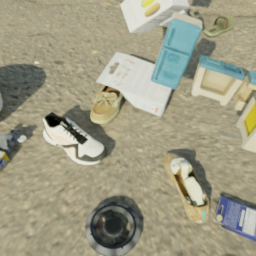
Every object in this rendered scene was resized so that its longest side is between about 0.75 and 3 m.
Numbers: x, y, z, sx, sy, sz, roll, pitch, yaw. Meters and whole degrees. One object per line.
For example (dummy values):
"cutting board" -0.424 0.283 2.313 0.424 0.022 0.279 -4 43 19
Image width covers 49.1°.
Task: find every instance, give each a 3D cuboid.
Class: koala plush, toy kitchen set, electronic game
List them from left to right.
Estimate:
"koala plush" -3.567 0.351 8.461 0.690 0.716 0.779 13 26 27
"electronic game" -0.360 2.395 6.719 1.338 0.278 1.338 2 48 -2
"toy kitchen set" 1.954 -1.016 6.093 2.798 1.648 2.241 18 38 0

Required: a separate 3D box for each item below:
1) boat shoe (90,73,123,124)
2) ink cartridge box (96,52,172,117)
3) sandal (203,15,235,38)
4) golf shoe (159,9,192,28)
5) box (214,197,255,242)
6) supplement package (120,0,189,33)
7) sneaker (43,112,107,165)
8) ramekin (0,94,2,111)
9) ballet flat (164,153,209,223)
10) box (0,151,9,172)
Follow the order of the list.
"boat shoe" -0.625 -1.178 9.646 0.927 0.793 2.529 13 49 11
"ink cartridge box" 0.336 -1.601 9.958 2.440 0.612 1.979 19 50 7
"sandal" 4.360 -4.869 13.168 0.818 0.588 2.059 36 57 28
"golf shoe" 1.722 -5.123 13.192 1.347 1.062 2.925 -38 50 -17
"box" 2.792 2.260 6.898 1.234 0.200 0.748 21 50 16
"supplement package" 0.745 -3.549 8.105 1.650 0.939 0.904 -17 4 45
"sneaker" -1.654 0.303 8.229 2.306 0.922 0.850 24 50 19
"ramekin" -5.330 -0.834 8.869 2.672 1.244 2.672 -3 42 3
"ballet flat" 1.563 1.360 7.371 0.782 0.724 2.217 -13 49 -13
"box" -4.168 0.817 8.071 1.338 0.430 0.469 15 49 14
